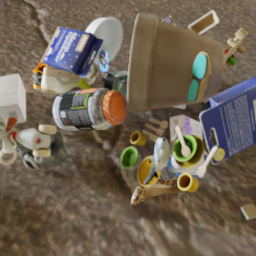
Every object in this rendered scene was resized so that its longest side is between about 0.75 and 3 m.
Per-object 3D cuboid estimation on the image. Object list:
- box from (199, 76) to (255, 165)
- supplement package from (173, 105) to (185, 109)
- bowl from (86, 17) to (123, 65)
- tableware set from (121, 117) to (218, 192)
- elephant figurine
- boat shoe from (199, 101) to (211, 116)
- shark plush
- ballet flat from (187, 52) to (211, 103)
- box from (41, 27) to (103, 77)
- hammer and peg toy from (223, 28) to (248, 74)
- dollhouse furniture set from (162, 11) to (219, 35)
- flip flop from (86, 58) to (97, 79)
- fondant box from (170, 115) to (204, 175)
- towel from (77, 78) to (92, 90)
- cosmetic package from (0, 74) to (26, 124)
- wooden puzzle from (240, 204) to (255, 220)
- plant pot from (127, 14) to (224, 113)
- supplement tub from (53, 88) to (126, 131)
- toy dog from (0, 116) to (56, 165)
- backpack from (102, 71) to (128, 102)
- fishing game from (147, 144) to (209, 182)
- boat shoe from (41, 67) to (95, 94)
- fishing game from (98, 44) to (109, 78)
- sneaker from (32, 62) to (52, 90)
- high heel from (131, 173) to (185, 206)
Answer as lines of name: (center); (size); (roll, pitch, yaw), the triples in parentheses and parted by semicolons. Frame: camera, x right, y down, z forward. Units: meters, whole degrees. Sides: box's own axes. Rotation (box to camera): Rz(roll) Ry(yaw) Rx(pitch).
box: (2.848, -0.341, 6.369); (2.623, 1.589, 0.425); (-26, 32, -3)
supplement package: (1.777, -1.975, 10.117); (1.109, 1.558, 2.000); (12, 49, 12)
bowl: (-1.087, -3.413, 10.743); (0.826, 1.837, 1.837); (31, 55, 26)
tableware set: (0.799, 0.731, 7.085); (2.696, 0.414, 1.816); (30, 92, 52)
elephant figurine: (-2.742, 0.627, 8.213); (1.678, 1.302, 1.187); (-8, 6, 27)
boat shoe: (2.662, -0.492, 8.885); (0.710, 0.860, 2.507); (-26, 33, 5)
shark plush: (0.749, 0.833, 6.993); (0.530, 0.578, 1.273); (1, 71, 48)
ballet flat: (1.721, -1.202, 6.625); (0.417, 1.324, 0.454); (-19, 48, -28)
box: (-1.554, -2.088, 7.574); (1.867, 0.303, 1.131); (24, 87, 38)
hammer and peg toy: (3.288, -2.338, 9.310); (0.644, 1.343, 1.827); (43, 77, 6)
dollhouse furniture set: (2.112, -3.819, 9.937); (1.777, 1.262, 1.408); (-28, 81, 26)
flip flop: (-1.387, -1.962, 8.271); (0.399, 0.561, 1.385); (8, 39, -49)
fondant box: (1.608, 0.488, 7.581); (0.427, 1.057, 1.465); (-14, 69, 39)
towel: (-0.902, -0.887, 9.140); (0.166, 1.833, 0.789); (-43, 16, 11)
cosmetic package: (-4.004, -1.007, 9.725); (0.702, 0.890, 1.654); (-13, 48, -9)
wooden puzzle: (4.409, 2.211, 7.309); (2.898, 0.204, 1.719); (6, 49, 5)
plant pot: (1.298, -1.682, 7.829); (2.331, 2.687, 2.687); (6, 48, 5)
supplement tub: (-1.106, -0.519, 8.108); (1.935, 1.186, 1.186); (-2, 43, 31)
toy dog: (-2.671, 0.273, 6.968); (1.734, 0.835, 1.144); (-12, 87, 0)
backpack: (-0.235, -1.371, 9.443); (0.873, 1.030, 1.160); (32, 34, 26)
fishing game: (1.624, 0.905, 8.159); (1.975, 0.307, 1.414); (-11, 50, -28)
boat shoe: (-2.001, -1.932, 9.915); (1.007, 0.907, 2.791); (16, 25, 20)
fishing game: (-0.936, -2.429, 10.199); (0.189, 1.214, 0.869); (-12, 28, -27)
sneaker: (-3.135, -2.359, 11.019); (0.781, 0.771, 1.996); (7, 47, 9)
high heel: (0.817, 1.738, 7.458); (1.028, 0.515, 1.442); (23, 43, 32)
